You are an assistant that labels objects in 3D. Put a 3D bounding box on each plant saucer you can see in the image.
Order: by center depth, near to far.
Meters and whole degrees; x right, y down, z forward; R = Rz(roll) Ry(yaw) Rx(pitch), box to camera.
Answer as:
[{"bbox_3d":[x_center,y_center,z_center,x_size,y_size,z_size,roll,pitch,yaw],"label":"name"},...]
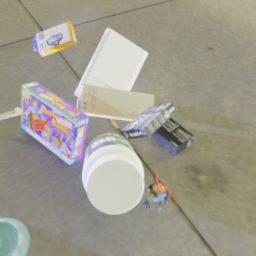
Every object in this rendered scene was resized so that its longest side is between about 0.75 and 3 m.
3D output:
[{"bbox_3d":[-3.534,3.153,7.552,1.624,0.292,1.624,0,48,0],"label":"plant saucer"}]

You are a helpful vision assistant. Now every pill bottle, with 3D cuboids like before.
[{"bbox_3d":[-0.441,1.129,7.634,1.570,1.570,2.776,-7,10,-6],"label":"pill bottle"}]

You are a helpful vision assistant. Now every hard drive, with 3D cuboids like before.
[{"bbox_3d":[-0.617,-2.063,10.607,1.804,0.365,2.736,27,88,-22],"label":"hard drive"}]

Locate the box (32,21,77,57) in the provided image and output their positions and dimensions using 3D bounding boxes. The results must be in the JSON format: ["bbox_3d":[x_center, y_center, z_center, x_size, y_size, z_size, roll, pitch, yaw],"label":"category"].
[{"bbox_3d":[-2.720,-3.220,10.243,1.559,0.323,0.928,-20,63,6],"label":"box"}]

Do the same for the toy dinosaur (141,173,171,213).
[{"bbox_3d":[0.919,1.848,7.890,1.423,1.568,0.823,-8,58,-46],"label":"toy dinosaur"}]

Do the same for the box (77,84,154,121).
[{"bbox_3d":[-0.475,-0.822,9.857,2.516,1.195,0.978,7,89,-15],"label":"box"}]

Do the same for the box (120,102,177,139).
[{"bbox_3d":[0.595,-0.208,8.199,1.404,0.345,1.132,-41,17,-33],"label":"box"}]

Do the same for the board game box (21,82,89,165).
[{"bbox_3d":[-2.571,-0.197,9.467,2.604,1.751,0.583,32,36,24],"label":"board game box"}]

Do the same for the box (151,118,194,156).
[{"bbox_3d":[1.541,0.272,10.010,0.900,0.503,1.275,-28,54,-27],"label":"box"}]

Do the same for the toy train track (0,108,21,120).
[{"bbox_3d":[-5.195,-0.436,10.768,2.065,0.336,1.184,-17,50,-16],"label":"toy train track"}]
